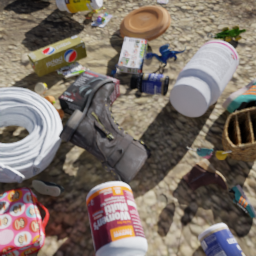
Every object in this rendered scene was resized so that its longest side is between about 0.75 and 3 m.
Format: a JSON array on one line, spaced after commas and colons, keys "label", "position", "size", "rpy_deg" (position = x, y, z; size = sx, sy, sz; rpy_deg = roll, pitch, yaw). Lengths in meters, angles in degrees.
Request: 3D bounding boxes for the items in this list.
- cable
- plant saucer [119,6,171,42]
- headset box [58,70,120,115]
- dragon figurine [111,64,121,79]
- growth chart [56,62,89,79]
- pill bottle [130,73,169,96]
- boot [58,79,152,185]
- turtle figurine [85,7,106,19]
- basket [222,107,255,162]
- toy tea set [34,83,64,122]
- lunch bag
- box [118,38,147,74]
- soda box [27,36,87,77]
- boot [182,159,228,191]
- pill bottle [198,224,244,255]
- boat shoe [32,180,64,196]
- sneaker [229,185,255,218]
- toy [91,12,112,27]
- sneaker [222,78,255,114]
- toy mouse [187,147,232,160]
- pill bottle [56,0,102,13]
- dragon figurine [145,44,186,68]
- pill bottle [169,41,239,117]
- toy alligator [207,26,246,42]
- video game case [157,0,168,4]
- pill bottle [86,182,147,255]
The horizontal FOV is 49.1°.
[{"label": "cable", "position": [-3.485, 0.146, 8.355], "size": [2.974, 1.030, 2.975], "rpy_deg": [22, 50, 3]}, {"label": "plant saucer", "position": [0.755, -4.943, 13.117], "size": [2.433, 0.393, 2.433], "rpy_deg": [-8, 56, 13]}, {"label": "headset box", "position": [-1.294, -1.198, 10.029], "size": [1.459, 0.757, 1.960], "rpy_deg": [22, 54, 18]}, {"label": "dragon figurine", "position": [-0.526, -2.141, 11.057], "size": [0.221, 0.753, 0.374], "rpy_deg": [13, 25, -48]}, {"label": "growth chart", "position": [-2.518, -2.560, 11.618], "size": [1.200, 0.147, 1.658], "rpy_deg": [-27, 52, -22]}, {"label": "pill bottle", "position": [0.719, -1.466, 9.338], "size": [1.224, 0.684, 0.684], "rpy_deg": [9, 49, 13]}, {"label": "boot", "position": [-0.386, 0.114, 8.462], "size": [2.582, 1.027, 2.966], "rpy_deg": [34, 54, -5]}, {"label": "turtle figurine", "position": [-1.738, -6.074, 14.479], "size": [1.173, 0.378, 0.946], "rpy_deg": [-25, 40, 5]}, {"label": "basket", "position": [3.525, 0.128, 8.643], "size": [1.060, 1.107, 1.485], "rpy_deg": [8, 50, 8]}, {"label": "toy tea set", "position": [-2.848, -0.761, 9.813], "size": [0.947, 0.590, 1.593], "rpy_deg": [-40, 74, 11]}, {"label": "lunch bag", "position": [-2.746, 2.336, 6.990], "size": [1.468, 0.683, 1.667], "rpy_deg": [-16, 51, -14]}, {"label": "box", "position": [0.207, -3.061, 11.805], "size": [1.036, 0.327, 1.882], "rpy_deg": [8, 54, 3]}, {"label": "soda box", "position": [-2.839, -2.929, 11.391], "size": [2.249, 0.762, 0.720], "rpy_deg": [-29, 51, -20]}, {"label": "boot", "position": [2.188, 1.532, 7.977], "size": [0.906, 0.394, 1.089], "rpy_deg": [-38, 74, -8]}, {"label": "pill bottle", "position": [2.254, 2.977, 6.380], "size": [0.756, 0.756, 1.362], "rpy_deg": [-16, 51, -13]}, {"label": "boat shoe", "position": [-2.261, 1.674, 7.879], "size": [0.963, 0.346, 0.326], "rpy_deg": [12, 12, 19]}, {"label": "sneaker", "position": [3.068, 2.025, 7.545], "size": [0.372, 0.332, 0.932], "rpy_deg": [-29, 59, 8]}, {"label": "toy", "position": [-1.334, -5.508, 14.105], "size": [0.660, 0.271, 1.147], "rpy_deg": [16, 50, 17]}, {"label": "sneaker", "position": [4.365, -1.035, 9.916], "size": [2.177, 0.777, 0.870], "rpy_deg": [-32, 59, -21]}, {"label": "toy mouse", "position": [2.248, 0.755, 8.117], "size": [1.115, 1.254, 0.243], "rpy_deg": [8, 81, 6]}, {"label": "pill bottle", "position": [-2.464, -6.421, 13.970], "size": [2.151, 1.175, 1.175], "rpy_deg": [-1, 47, 18]}, {"label": "dragon figurine", "position": [1.559, -3.038, 11.327], "size": [1.733, 0.861, 0.510], "rpy_deg": [-28, 38, 9]}, {"label": "pill bottle", "position": [2.695, -1.756, 9.944], "size": [1.602, 1.602, 2.826], "rpy_deg": [26, 53, 21]}, {"label": "toy alligator", "position": [4.465, -4.278, 12.902], "size": [1.936, 0.465, 0.642], "rpy_deg": [-8, 81, -7]}, {"label": "video game case", "position": [1.962, -7.163, 15.687], "size": [0.558, 0.070, 0.779], "rpy_deg": [12, 50, 10]}, {"label": "pill bottle", "position": [-0.242, 2.471, 6.546], "size": [1.186, 1.186, 2.165], "rpy_deg": [-11, 50, -10]}]
